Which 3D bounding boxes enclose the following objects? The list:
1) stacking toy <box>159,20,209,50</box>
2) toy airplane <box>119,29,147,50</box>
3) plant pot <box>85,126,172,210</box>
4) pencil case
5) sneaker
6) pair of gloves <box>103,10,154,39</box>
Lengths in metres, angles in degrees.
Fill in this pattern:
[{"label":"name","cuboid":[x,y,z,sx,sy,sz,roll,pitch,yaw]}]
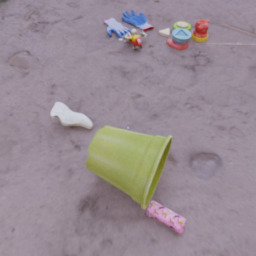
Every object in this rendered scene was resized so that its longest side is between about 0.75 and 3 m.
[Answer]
[{"label":"stacking toy","cuboid":[2.925,-5.214,14.725,2.306,0.974,2.087,-28,56,-22]},{"label":"toy airplane","cuboid":[0.262,-4.622,14.245,1.220,0.865,1.226,14,44,13]},{"label":"plant pot","cuboid":[-0.041,0.982,8.662,2.149,2.337,2.337,21,53,13]},{"label":"pencil case","cuboid":[1.143,2.703,8.481,1.246,0.516,0.539,25,58,18]},{"label":"sneaker","cuboid":[-2.185,-0.309,10.815,1.730,0.608,0.693,26,62,0]},{"label":"pair of gloves","cuboid":[-0.068,-5.795,15.642,2.780,0.317,2.235,-26,55,-21]}]
